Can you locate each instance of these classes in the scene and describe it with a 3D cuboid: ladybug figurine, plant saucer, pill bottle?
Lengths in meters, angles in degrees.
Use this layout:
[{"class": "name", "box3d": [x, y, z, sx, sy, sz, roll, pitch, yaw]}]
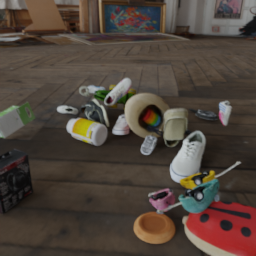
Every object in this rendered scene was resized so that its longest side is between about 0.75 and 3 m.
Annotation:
[{"class": "ladybug figurine", "box3d": [0.686, -0.451, 10.105, 2.276, 1.545, 0.819, 36, 2, -43]}, {"class": "plant saucer", "box3d": [0.587, 2.184, 6.261, 0.921, 0.172, 0.921, 0, 23, 0]}, {"class": "ladybug figurine", "box3d": [2.189, 2.078, 5.819, 2.086, 0.750, 1.416, 6, 25, 14]}, {"class": "pill bottle", "box3d": [-1.527, 0.105, 10.180, 1.441, 0.787, 0.787, 16, 29, 31]}]

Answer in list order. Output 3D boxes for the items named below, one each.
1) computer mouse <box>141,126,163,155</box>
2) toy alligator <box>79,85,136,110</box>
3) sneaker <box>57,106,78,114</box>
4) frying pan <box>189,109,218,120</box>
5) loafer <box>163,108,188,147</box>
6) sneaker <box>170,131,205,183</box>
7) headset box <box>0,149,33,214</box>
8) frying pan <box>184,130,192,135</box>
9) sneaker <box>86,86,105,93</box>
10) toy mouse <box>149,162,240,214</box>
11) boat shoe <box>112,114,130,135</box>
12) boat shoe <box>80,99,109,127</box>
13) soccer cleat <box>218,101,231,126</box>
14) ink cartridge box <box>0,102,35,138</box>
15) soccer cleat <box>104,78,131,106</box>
[{"class": "computer mouse", "box3d": [0.754, 0.469, 9.572, 0.613, 0.245, 1.118, 17, 62, 20]}, {"class": "toy alligator", "box3d": [-0.744, -1.399, 12.589, 2.938, 0.974, 0.706, 12, -9, -13]}, {"class": "sneaker", "box3d": [-2.813, -0.836, 12.579, 0.987, 0.364, 0.570, 6, -4, 11]}, {"class": "frying pan", "box3d": [3.407, -0.663, 12.519, 0.973, 0.262, 1.608, 6, 20, -6]}, {"class": "loafer", "box3d": [1.560, 0.031, 9.198, 0.787, 2.080, 0.710, -5, 65, 2]}, {"class": "sneaker", "box3d": [1.831, 0.804, 8.550, 0.870, 0.843, 2.381, 8, 26, 18]}, {"class": "headset box", "box3d": [-2.970, 1.251, 6.942, 0.521, 1.348, 1.003, 13, 28, 25]}, {"class": "frying pan", "box3d": [1.537, -0.219, 11.472, 1.433, 0.385, 2.368, -10, 25, -11]}, {"class": "sneaker", "box3d": [-1.839, -2.081, 15.565, 1.086, 0.407, 0.470, 3, 30, 7]}, {"class": "toy mouse", "box3d": [1.226, 1.578, 6.241, 2.375, 0.460, 2.111, -23, 0, 33]}, {"class": "boat shoe", "box3d": [-0.212, -0.191, 10.845, 0.655, 0.581, 1.779, 3, 16, 6]}, {"class": "boat shoe", "box3d": [-1.377, -0.513, 11.558, 0.828, 0.880, 2.449, -20, 25, -15]}, {"class": "soccer cleat", "box3d": [3.842, -0.607, 11.035, 0.493, 0.399, 1.142, -23, 44, 32]}, {"class": "ink cartridge box", "box3d": [-4.211, -0.325, 10.260, 0.426, 0.746, 1.437, 8, 36, 38]}, {"class": "soccer cleat", "box3d": [-0.418, -1.420, 11.440, 0.506, 1.447, 0.625, 44, 15, 4]}]
